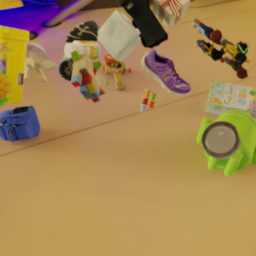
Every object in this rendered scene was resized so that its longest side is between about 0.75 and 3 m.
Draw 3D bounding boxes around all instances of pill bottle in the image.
[{"bbox_3d":[-1.522,-2.551,9.268,0.619,0.619,1.114,37,34,32],"label":"pill bottle"}]

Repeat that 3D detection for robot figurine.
[{"bbox_3d":[3.719,0.427,10.030,2.385,1.573,2.719,20,48,19],"label":"robot figurine"}]

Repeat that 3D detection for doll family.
[{"bbox_3d":[3.229,-2.703,9.605,2.921,1.146,1.688,20,31,-18],"label":"doll family"}]

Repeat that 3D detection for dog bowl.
[{"bbox_3d":[2.789,0.339,8.506,1.190,1.190,0.349,5,13,5],"label":"dog bowl"}]

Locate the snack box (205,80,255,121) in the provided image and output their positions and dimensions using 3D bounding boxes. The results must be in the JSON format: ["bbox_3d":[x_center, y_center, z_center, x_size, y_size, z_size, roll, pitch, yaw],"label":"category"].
[{"bbox_3d":[4.784,-1.160,12.299,2.431,0.644,1.729,14,46,14],"label":"snack box"}]

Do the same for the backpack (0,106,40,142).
[{"bbox_3d":[-4.309,-0.116,10.738,1.473,1.197,1.236,-6,29,-1],"label":"backpack"}]

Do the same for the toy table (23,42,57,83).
[{"bbox_3d":[-3.583,-2.433,10.690,1.567,1.705,0.998,-26,74,12],"label":"toy table"}]

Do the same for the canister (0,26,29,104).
[{"bbox_3d":[-3.733,-1.901,8.371,1.569,2.113,0.915,20,17,36],"label":"canister"}]

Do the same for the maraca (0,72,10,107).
[{"bbox_3d":[-3.215,-0.929,6.859,0.646,0.942,0.504,-12,38,-37],"label":"maraca"}]

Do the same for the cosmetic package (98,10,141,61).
[{"bbox_3d":[-0.387,-4.047,12.423,1.502,1.506,0.926,50,23,10],"label":"cosmetic package"}]

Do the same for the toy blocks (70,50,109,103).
[{"bbox_3d":[-1.036,-1.230,7.574,0.749,1.498,1.024,-15,54,19],"label":"toy blocks"}]

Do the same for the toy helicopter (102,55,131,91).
[{"bbox_3d":[-0.429,-2.682,13.942,1.441,0.860,2.179,-3,54,-16],"label":"toy helicopter"}]

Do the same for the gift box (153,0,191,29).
[{"bbox_3d":[1.754,-4.747,10.915,1.169,1.183,1.266,-44,80,-5],"label":"gift box"}]

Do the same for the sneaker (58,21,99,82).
[{"bbox_3d":[-1.968,-3.209,11.174,1.078,2.779,1.199,30,42,-15],"label":"sneaker"}]

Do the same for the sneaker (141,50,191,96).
[{"bbox_3d":[1.320,-1.779,9.115,1.928,0.804,0.777,36,46,-8],"label":"sneaker"}]

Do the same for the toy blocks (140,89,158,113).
[{"bbox_3d":[0.725,-0.893,9.961,0.297,0.818,0.682,17,0,42],"label":"toy blocks"}]

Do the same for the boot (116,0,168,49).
[{"bbox_3d":[0.727,-4.320,11.114,1.023,2.251,2.679,-28,15,27],"label":"boot"}]
